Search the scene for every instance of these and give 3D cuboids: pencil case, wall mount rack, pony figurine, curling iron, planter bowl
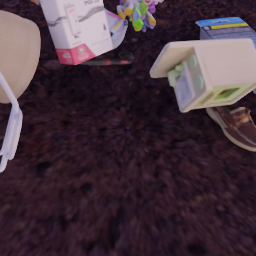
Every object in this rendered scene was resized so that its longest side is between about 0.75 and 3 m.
[{"bbox_3d":[-1.153,-3.357,8.727,2.292,0.953,1.040,31,43,9],"label":"pencil case"},{"bbox_3d":[-1.976,-0.284,4.237,0.717,1.670,1.922,12,3,-25],"label":"wall mount rack"},{"bbox_3d":[0.312,-3.556,8.250,1.549,1.336,1.604,11,51,-29],"label":"pony figurine"},{"bbox_3d":[-0.597,-1.782,7.351,1.488,0.190,0.369,-8,62,-5],"label":"curling iron"},{"bbox_3d":[-3.020,-1.668,5.980,1.991,1.340,1.991,-11,71,36],"label":"planter bowl"}]

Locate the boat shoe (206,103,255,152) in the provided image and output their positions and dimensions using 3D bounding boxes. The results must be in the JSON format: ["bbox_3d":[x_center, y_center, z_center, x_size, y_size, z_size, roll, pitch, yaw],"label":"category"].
[{"bbox_3d":[3.134,-0.264,8.126,0.791,0.789,2.193,-19,51,-17],"label":"boat shoe"}]

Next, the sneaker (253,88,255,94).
[{"bbox_3d":[4.646,-1.141,8.973,1.002,0.721,1.917,-4,42,-7],"label":"sneaker"}]

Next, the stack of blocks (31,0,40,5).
[{"bbox_3d":[-2.759,-4.657,8.338,0.554,1.893,1.090,29,84,-10],"label":"stack of blocks"}]

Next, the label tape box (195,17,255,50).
[{"bbox_3d":[3.898,-3.219,10.760,1.921,0.886,2.681,-9,46,-9],"label":"label tape box"}]

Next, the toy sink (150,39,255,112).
[{"bbox_3d":[1.775,-1.161,6.551,2.118,1.381,1.187,-7,73,-17],"label":"toy sink"}]

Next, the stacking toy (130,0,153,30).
[{"bbox_3d":[0.493,-3.650,6.739,0.514,2.187,1.649,11,37,5],"label":"stacking toy"}]

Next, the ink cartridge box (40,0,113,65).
[{"bbox_3d":[-1.205,-2.539,6.630,1.266,1.728,0.715,-33,34,-32],"label":"ink cartridge box"}]
